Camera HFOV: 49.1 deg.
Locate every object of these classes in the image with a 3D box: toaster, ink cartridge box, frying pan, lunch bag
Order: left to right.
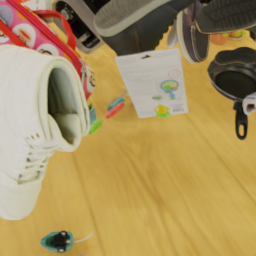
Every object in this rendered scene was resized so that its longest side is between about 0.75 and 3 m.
[{"bbox_3d":[-2.585,-3.070,7.062,1.294,0.454,1.592,-17,63,8],"label":"ink cartridge box"},{"bbox_3d":[-2.006,-1.221,5.594,2.739,1.122,2.413,43,98,15],"label":"lunch bag"},{"bbox_3d":[-0.351,-3.665,7.637,2.701,1.772,2.987,-13,31,52],"label":"toaster"},{"bbox_3d":[2.857,-0.768,6.640,1.708,0.460,2.824,-2,52,-8],"label":"frying pan"}]

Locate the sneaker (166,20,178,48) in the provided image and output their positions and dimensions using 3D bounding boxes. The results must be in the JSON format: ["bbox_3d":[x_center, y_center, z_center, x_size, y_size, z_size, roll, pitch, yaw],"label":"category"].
[{"bbox_3d":[1.578,-2.877,8.252,0.560,0.505,1.367,26,74,-20],"label":"sneaker"}]

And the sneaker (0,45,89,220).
[{"bbox_3d":[-1.151,0.262,3.313,1.350,2.335,0.860,19,20,39],"label":"sneaker"}]

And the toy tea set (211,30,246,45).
[{"bbox_3d":[3.650,-4.638,12.150,1.682,1.047,2.828,-30,52,-27],"label":"toy tea set"}]

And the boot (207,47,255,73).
[{"bbox_3d":[2.147,-1.365,5.793,0.930,0.644,0.360,0,77,-5],"label":"boot"}]

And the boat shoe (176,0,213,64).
[{"bbox_3d":[1.867,-3.084,7.228,0.945,2.917,1.049,16,34,43],"label":"boat shoe"}]

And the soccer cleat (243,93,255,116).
[{"bbox_3d":[2.697,-0.590,5.432,0.380,1.089,0.470,31,55,-11],"label":"soccer cleat"}]

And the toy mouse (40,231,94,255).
[{"bbox_3d":[-1.216,2.540,5.346,1.664,0.322,1.479,33,54,29],"label":"toy mouse"}]

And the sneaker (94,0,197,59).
[{"bbox_3d":[0.514,-1.833,4.522,1.992,1.058,0.745,-26,60,9],"label":"sneaker"}]

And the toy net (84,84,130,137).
[{"bbox_3d":[-0.190,-0.622,5.251,2.178,1.143,0.421,-42,100,-20],"label":"toy net"}]

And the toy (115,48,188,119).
[{"bbox_3d":[0.418,-0.683,4.239,0.848,1.472,0.348,-6,55,14],"label":"toy"}]

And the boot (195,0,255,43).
[{"bbox_3d":[1.669,-1.417,3.919,1.441,0.997,0.558,-14,71,7],"label":"boot"}]
